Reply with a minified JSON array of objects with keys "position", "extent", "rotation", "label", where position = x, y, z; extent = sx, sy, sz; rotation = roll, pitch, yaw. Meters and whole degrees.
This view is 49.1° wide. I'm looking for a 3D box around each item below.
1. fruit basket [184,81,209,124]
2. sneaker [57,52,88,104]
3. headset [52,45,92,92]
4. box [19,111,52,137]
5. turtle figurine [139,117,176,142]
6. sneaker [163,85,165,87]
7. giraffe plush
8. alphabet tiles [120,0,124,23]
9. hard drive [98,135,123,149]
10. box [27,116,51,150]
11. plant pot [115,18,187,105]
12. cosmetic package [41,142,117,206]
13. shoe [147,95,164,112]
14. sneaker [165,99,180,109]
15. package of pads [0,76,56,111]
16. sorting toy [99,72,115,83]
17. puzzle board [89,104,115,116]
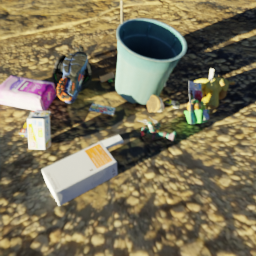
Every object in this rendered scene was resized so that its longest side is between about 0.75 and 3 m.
[{"position":[2.731,-0.976,10.973],"extent":[0.764,1.629,1.509],"rotation":[4,4,32],"label":"fruit basket"},{"position":[-2.425,-2.232,12.338],"extent":[0.982,1.023,2.608],"rotation":[15,70,5],"label":"sneaker"},{"position":[-2.605,-2.854,13.793],"extent":[1.834,1.396,2.970],"rotation":[7,60,1],"label":"headset"},{"position":[-3.725,-0.159,11.337],"extent":[0.892,0.260,1.304],"rotation":[4,47,6],"label":"box"},{"position":[1.080,0.110,10.780],"extent":[1.503,0.757,1.125],"rotation":[20,13,14],"label":"turtle figurine"},{"position":[1.166,-2.431,13.422],"extent":[1.040,0.638,1.598],"rotation":[-10,48,-4],"label":"sneaker"},{"position":[3.773,-1.708,12.186],"extent":[1.413,1.743,1.504],"rotation":[-11,40,-41],"label":"giraffe plush"},{"position":[-0.250,-4.545,13.680],"extent":[0.093,2.936,2.443],"rotation":[-1,17,2],"label":"alphabet tiles"},{"position":[-0.664,0.556,10.514],"extent":[0.869,0.114,0.573],"rotation":[-20,27,-12],"label":"hard drive"},{"position":[-3.268,0.182,10.296],"extent":[0.645,1.147,0.581],"rotation":[2,12,6],"label":"box"},{"position":[0.662,-2.619,11.761],"extent":[2.778,2.721,2.778],"rotation":[7,51,-9],"label":"plant pot"},{"position":[-1.580,1.479,9.353],"extent":[2.214,0.789,1.123],"rotation":[-26,50,-23],"label":"cosmetic package"},{"position":[1.157,-0.966,11.261],"extent":[0.514,0.674,1.927],"rotation":[-8,2,-5],"label":"shoe"},{"position":[1.966,-1.017,12.108],"extent":[0.801,0.339,0.298],"rotation":[34,91,41],"label":"sneaker"},{"position":[-4.487,-1.507,12.309],"extent":[2.288,0.866,1.379],"rotation":[12,47,11],"label":"package of pads"},{"position":[-0.988,-2.354,13.453],"extent":[0.704,0.140,0.952],"rotation":[-18,34,0],"label":"sorting toy"},{"position":[-1.072,-0.790,11.715],"extent":[1.019,0.089,0.768],"rotation":[11,27,-1],"label":"puzzle board"}]
